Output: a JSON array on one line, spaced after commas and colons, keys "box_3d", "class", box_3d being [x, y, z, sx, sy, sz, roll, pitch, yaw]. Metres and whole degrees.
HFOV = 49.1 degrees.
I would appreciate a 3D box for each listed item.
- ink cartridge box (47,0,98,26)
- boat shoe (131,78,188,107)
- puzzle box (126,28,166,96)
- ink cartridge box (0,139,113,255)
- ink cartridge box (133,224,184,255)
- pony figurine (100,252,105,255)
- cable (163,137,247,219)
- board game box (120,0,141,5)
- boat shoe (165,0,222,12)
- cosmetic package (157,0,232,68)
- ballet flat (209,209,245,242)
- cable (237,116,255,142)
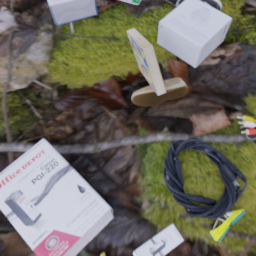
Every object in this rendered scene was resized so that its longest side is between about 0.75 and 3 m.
[{"box_3d": [-2.415, -5.415, 11.017, 1.748, 0.978, 2.562, -18, 65, -9], "class": "ink cartridge box"}, {"box_3d": [0.953, -1.177, 8.966, 1.878, 0.669, 0.606, -12, 54, -15], "class": "boat shoe"}, {"box_3d": [0.504, -2.008, 8.292, 0.273, 1.428, 2.146, -23, 33, 1], "class": "puzzle box"}, {"box_3d": [-1.939, 1.852, 7.023, 2.620, 1.111, 1.908, 40, 68, 21], "class": "ink cartridge box"}, {"box_3d": [0.697, 2.839, 6.652, 1.110, 0.808, 0.471, -28, 65, -14], "class": "ink cartridge box"}, {"box_3d": [-0.542, 3.551, 6.373, 0.987, 0.851, 1.022, -35, 52, -27], "class": "pony figurine"}, {"box_3d": [1.914, 1.301, 7.699, 1.910, 0.595, 2.341, -38, 70, -13], "class": "cable"}, {"box_3d": [0.010, -5.831, 11.701, 1.465, 0.190, 1.465, 20, 63, 11], "class": "board game box"}, {"box_3d": [2.308, -4.829, 10.786, 2.526, 0.933, 0.762, 27, 60, 5], "class": "boat shoe"}, {"box_3d": [2.268, -3.377, 9.849, 1.773, 1.094, 1.779, 39, 68, 19], "class": "cosmetic package"}, {"box_3d": [2.516, 2.397, 7.165, 1.133, 0.379, 0.380, -40, 57, -17], "class": "ballet flat"}, {"box_3d": [4.087, -0.003, 8.421, 1.613, 0.406, 0.783, -2, 64, -1], "class": "cable"}]
